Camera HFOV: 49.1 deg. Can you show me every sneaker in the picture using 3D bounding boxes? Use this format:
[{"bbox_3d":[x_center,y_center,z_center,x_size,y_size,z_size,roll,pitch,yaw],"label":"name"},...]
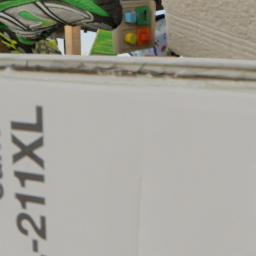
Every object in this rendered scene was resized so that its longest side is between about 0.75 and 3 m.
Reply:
[{"bbox_3d":[-1.356,-2.027,4.869,2.743,1.168,1.070,16,31,18],"label":"sneaker"},{"bbox_3d":[-2.504,-2.180,7.652,0.885,0.897,2.348,15,-19,36],"label":"sneaker"}]

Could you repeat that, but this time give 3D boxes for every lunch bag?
[{"bbox_3d":[1.043,-3.293,10.309,1.925,1.402,2.264,-29,30,-17],"label":"lunch bag"}]

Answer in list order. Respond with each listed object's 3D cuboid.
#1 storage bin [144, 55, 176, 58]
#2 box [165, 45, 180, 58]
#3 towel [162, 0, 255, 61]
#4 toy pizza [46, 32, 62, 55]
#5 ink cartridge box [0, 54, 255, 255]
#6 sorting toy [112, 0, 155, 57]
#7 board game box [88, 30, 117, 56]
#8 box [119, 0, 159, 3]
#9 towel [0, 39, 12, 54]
[{"bbox_3d":[0.897,-0.358,5.605,2.756,2.005,1.851,-11,27,-44],"label":"storage bin"},{"bbox_3d":[1.228,-2.214,6.522,0.278,1.170,1.130,15,-19,-7],"label":"box"},{"bbox_3d":[1.595,-1.658,4.550,0.457,1.755,2.648,-41,54,-18],"label":"towel"},{"bbox_3d":[-2.788,-2.859,10.053,0.350,2.209,2.209,-26,22,-23],"label":"toy pizza"},{"bbox_3d":[0.301,0.468,1.666,0.952,1.675,2.299,6,14,15],"label":"ink cartridge box"},{"bbox_3d":[0.210,-2.557,7.142,1.328,2.358,0.321,-20,30,-32],"label":"sorting toy"},{"bbox_3d":[-0.584,-2.484,8.142,0.782,1.637,0.245,19,17,-19],"label":"board game box"},{"bbox_3d":[-0.080,-4.387,8.793,1.921,0.606,2.436,0,13,11],"label":"box"},{"bbox_3d":[-3.669,-2.118,7.903,0.201,1.853,1.359,24,-24,15],"label":"towel"}]
